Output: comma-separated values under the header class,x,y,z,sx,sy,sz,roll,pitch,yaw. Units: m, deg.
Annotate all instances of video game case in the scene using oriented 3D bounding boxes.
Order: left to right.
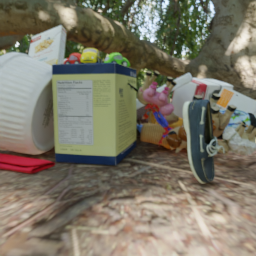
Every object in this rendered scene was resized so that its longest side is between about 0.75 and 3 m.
class,x,y,z,sx,sy,sz,roll,pitch,yaw
video game case,0.693,-1.010,9.632,2.640,0.313,2.403,-27,4,-2

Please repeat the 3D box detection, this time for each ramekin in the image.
class,x,y,z,sx,sy,sz,roll,pitch,yaw
ramekin,-2.451,-0.524,7.097,1.322,2.518,2.518,15,11,11

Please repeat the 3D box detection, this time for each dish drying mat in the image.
class,x,y,z,sx,sy,sz,roll,pitch,yaw
dish drying mat,-2.679,0.751,6.299,1.989,0.181,0.764,3,7,24

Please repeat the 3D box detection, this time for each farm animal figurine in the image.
class,x,y,z,sx,sy,sz,roll,pitch,yaw
farm animal figurine,1.375,-0.160,6.549,2.457,1.296,2.485,4,35,-26

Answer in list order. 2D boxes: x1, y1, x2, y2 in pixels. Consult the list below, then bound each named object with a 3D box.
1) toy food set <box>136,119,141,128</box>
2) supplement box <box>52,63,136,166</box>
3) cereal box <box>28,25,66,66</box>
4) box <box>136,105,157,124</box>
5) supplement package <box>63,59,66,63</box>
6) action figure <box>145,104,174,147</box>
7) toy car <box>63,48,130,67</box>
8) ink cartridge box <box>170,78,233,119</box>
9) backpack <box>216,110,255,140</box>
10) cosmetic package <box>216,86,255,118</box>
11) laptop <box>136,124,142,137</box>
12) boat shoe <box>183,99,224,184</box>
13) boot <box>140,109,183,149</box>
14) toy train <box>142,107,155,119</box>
class,x,y,z,sx,sy,sz,roll,pitch,yaw
toy food set,0.039,-0.082,10.612,0.860,0.260,0.617,-13,-11,-4
supplement box,-0.732,-0.437,7.243,1.518,2.259,2.262,2,8,13
cereal box,-3.038,-2.760,10.369,1.432,1.990,0.393,-13,-29,20
box,0.488,-0.668,11.988,2.510,0.940,1.257,8,6,-23
supplement package,-2.081,-1.387,11.255,1.610,2.656,1.591,6,24,33
action figure,0.776,-0.008,6.746,0.564,1.140,0.372,-52,22,-25
toy car,-0.731,-1.824,7.476,1.657,0.393,1.761,-5,9,-29
ink cartridge box,3.064,-1.008,11.811,2.707,1.987,1.122,-7,25,-41
backpack,3.146,-0.090,8.946,1.572,1.209,1.283,-19,-7,9
cosmetic package,3.953,-0.828,10.060,1.498,0.760,0.534,32,14,26
laptop,0.044,-0.181,10.418,1.366,0.846,1.459,6,-31,38
boat shoe,1.352,0.254,4.913,0.474,1.534,0.574,-5,8,39
boot,1.608,0.116,8.611,2.113,1.039,2.952,8,12,10
toy train,0.957,-0.635,9.420,1.095,0.305,0.823,-32,18,52
